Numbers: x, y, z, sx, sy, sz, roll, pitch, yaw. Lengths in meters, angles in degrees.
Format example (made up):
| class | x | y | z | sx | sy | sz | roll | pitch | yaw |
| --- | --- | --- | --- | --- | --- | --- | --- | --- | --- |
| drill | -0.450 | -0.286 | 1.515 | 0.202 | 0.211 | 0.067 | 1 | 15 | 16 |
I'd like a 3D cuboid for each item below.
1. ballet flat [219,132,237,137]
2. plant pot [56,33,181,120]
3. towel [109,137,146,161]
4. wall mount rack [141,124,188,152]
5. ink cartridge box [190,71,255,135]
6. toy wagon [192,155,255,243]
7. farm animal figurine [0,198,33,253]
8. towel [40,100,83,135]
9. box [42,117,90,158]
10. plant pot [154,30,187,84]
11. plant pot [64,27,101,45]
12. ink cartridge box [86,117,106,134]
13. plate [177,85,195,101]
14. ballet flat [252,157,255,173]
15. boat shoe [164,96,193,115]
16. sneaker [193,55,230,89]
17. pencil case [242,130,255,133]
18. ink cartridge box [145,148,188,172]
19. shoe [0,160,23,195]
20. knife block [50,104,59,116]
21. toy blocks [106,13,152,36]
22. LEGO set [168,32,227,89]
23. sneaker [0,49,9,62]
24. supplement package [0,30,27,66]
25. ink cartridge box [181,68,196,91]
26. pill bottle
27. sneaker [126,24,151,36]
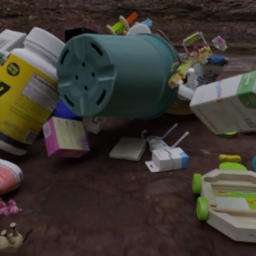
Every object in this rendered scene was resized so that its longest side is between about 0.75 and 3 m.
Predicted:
| class | x | y | z | sx | sy | sz | roll | pitch | yaw |
| --- | --- | --- | --- | --- | --- | --- | --- | --- | --- |
| ballet flat | 3.177 | -0.495 | 9.284 | 0.812 | 0.814 | 2.430 | 5 | 22 | 13 |
| plant pot | -0.297 | -1.250 | 6.929 | 2.407 | 2.407 | 2.357 | 15 | 16 | 33 |
| towel | 0.030 | 0.552 | 7.415 | 0.767 | 0.200 | 1.158 | 5 | 22 | 16 |
| wall mount rack | 0.992 | 0.285 | 7.666 | 1.083 | 0.465 | 1.247 | -9 | 23 | -12 |
| ink cartridge box | 1.857 | -0.388 | 4.900 | 1.234 | 0.897 | 0.540 | -14 | 42 | 51 |
| toy wagon | 2.162 | 1.213 | 5.298 | 1.813 | 0.462 | 2.336 | 3 | 20 | 6 |
| farm animal figurine | -2.240 | 1.578 | 4.135 | 1.338 | 0.705 | 1.353 | -28 | 40 | -30 |
| towel | -2.373 | -0.378 | 9.291 | 1.469 | 0.493 | 1.989 | -13 | 27 | -15 |
| box | -1.506 | 0.252 | 6.794 | 0.453 | 0.825 | 0.937 | -33 | -25 | 31 |
| plant pot | 0.534 | -1.613 | 8.160 | 1.734 | 1.751 | 1.751 | -31 | 22 | 3 |
| plant pot | -1.634 | -3.155 | 10.898 | 1.152 | 1.299 | 1.296 | -13 | 17 | -41 |
| ink cartridge box | -0.872 | -0.431 | 8.533 | 0.367 | 1.080 | 0.627 | 23 | 24 | 5 |
| plate | 1.752 | -1.455 | 10.135 | 2.225 | 0.360 | 2.230 | 23 | 13 | -16 |
| ballet flat | 3.079 | 0.999 | 6.116 | 0.386 | 0.369 | 1.096 | 23 | 20 | -7 |
| boat shoe | 1.550 | -0.986 | 10.576 | 2.330 | 0.752 | 0.830 | 4 | 20 | -1 |
| sneaker | 2.672 | -1.705 | 9.209 | 0.965 | 1.067 | 2.505 | 8 | -1 | 8 |
| pencil case | 4.289 | -0.169 | 8.576 | 1.644 | 0.719 | 0.719 | 1 | 21 | 6 |
| ink cartridge box | 0.908 | 0.758 | 6.696 | 0.909 | 0.308 | 0.527 | -6 | 22 | -14 |
| shoe | -3.207 | 0.944 | 5.624 | 1.999 | 0.714 | 0.909 | 12 | 19 | 19 |
| knife block | -2.534 | -0.651 | 8.368 | 0.806 | 0.918 | 0.294 | -50 | 45 | -6 |
| toy blocks | 0.134 | -3.946 | 11.005 | 1.774 | 1.479 | 0.644 | -37 | 69 | -3 |
| LEGO set | 1.494 | -1.750 | 6.875 | 1.718 | 0.639 | 0.790 | -37 | 28 | -2 |
| sneaker | -3.306 | -1.910 | 7.146 | 0.757 | 0.354 | 0.266 | -2 | 52 | -22 |
| supplement package | -3.695 | -2.049 | 9.779 | 1.311 | 2.243 | 1.315 | 23 | 65 | 37 |
| ink cartridge box | 2.829 | -2.338 | 13.703 | 1.522 | 1.105 | 0.635 | 17 | 29 | 38 |
| pill bottle | -2.591 | -0.921 | 7.121 | 1.654 | 2.894 | 1.654 | 31 | -6 | 4 |
| sneaker | 0.258 | -2.009 | 9.701 | 1.023 | 2.780 | 1.640 | 3 | 3 | -2 |
